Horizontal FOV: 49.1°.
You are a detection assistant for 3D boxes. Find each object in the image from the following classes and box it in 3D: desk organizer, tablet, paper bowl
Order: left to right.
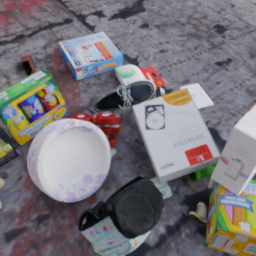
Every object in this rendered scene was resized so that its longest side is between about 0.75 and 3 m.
[{"bbox_3d":[-5.006,-3.118,14.217,0.561,0.522,1.457,-22,52,-16],"label":"desk organizer"},{"bbox_3d":[-1.986,1.000,9.254,2.624,2.624,1.365,-38,28,-29],"label":"paper bowl"},{"bbox_3d":[3.157,-1.486,13.030,1.016,0.107,1.561,-14,49,-12],"label":"tablet"}]

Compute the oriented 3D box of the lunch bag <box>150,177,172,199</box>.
[{"bbox_3d":[1.065,2.094,9.593,0.653,0.467,0.766,-16,64,-21],"label":"lunch bag"}]

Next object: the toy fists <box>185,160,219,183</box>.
[{"bbox_3d":[2.208,0.628,10.553,1.481,0.999,2.905,-28,53,-23],"label":"toy fists"}]

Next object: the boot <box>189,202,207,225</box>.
[{"bbox_3d":[2.215,2.627,8.825,0.783,0.282,0.606,36,51,-28],"label":"boot"}]

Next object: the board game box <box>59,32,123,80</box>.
[{"bbox_3d":[-1.974,-3.850,14.715,2.571,0.734,2.626,-20,51,-17],"label":"board game box"}]

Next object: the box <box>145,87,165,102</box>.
[{"bbox_3d":[1.133,-0.836,11.750,0.365,1.157,1.467,24,43,-26],"label":"box"}]

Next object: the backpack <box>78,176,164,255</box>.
[{"bbox_3d":[-0.273,2.622,7.737,2.024,2.426,1.535,-20,71,-50],"label":"backpack"}]

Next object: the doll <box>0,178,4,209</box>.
[{"bbox_3d":[-4.647,2.495,9.110,1.300,0.462,1.905,2,49,26],"label":"doll"}]

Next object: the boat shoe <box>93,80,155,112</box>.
[{"bbox_3d":[-0.202,-1.238,11.424,2.693,1.008,0.833,-12,14,22],"label":"boat shoe"}]

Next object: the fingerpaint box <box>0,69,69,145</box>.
[{"bbox_3d":[-3.681,-0.791,10.704,2.322,1.937,0.852,-37,46,-22],"label":"fingerpaint box"}]

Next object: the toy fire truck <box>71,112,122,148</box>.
[{"bbox_3d":[-1.336,-0.116,11.239,2.230,1.250,1.872,-2,22,0],"label":"toy fire truck"}]

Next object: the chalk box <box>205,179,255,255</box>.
[{"bbox_3d":[3.348,2.445,8.594,1.489,1.500,2.403,12,48,10],"label":"chalk box"}]

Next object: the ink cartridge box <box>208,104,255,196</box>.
[{"bbox_3d":[3.341,0.754,7.977,0.941,2.790,1.625,35,54,26],"label":"ink cartridge box"}]

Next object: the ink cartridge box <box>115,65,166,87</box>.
[{"bbox_3d":[0.596,-2.516,13.707,2.064,0.517,1.661,-17,51,-13],"label":"ink cartridge box"}]

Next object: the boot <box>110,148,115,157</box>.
[{"bbox_3d":[-0.934,0.943,10.601,1.002,0.479,0.368,-24,53,-20],"label":"boot"}]

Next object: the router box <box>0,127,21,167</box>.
[{"bbox_3d":[-5.267,0.744,10.762,1.468,0.488,1.867,-35,57,-28],"label":"router box"}]

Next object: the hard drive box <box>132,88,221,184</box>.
[{"bbox_3d":[1.552,0.242,9.527,2.073,1.022,2.660,-20,66,-2],"label":"hard drive box"}]
